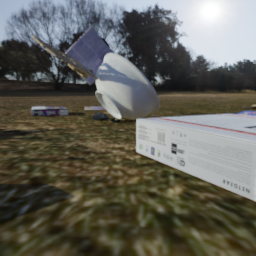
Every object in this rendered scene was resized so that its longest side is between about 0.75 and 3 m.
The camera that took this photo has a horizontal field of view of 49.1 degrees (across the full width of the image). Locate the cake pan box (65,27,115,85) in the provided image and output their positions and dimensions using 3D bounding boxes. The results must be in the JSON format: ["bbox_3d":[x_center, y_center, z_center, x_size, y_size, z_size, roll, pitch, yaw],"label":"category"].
[{"bbox_3d":[-1.656,-3.173,12.398,1.759,1.910,0.500,43,3,-23],"label":"cake pan box"}]

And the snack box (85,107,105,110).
[{"bbox_3d":[-1.806,-1.144,16.448,1.408,0.171,0.506,0,8,3],"label":"snack box"}]

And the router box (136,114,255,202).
[{"bbox_3d":[1.837,0.236,4.649,2.452,0.667,2.732,-4,9,-27],"label":"router box"}]

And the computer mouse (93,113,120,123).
[{"bbox_3d":[-0.841,-0.402,10.755,0.476,0.276,1.624,-6,10,-41],"label":"computer mouse"}]

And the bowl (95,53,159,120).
[{"bbox_3d":[-0.308,-1.266,10.654,1.311,2.917,2.917,-44,23,-14],"label":"bowl"}]

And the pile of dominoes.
[{"bbox_3d":[-2.210,-2.302,9.772,2.167,0.345,1.689,22,17,-47],"label":"pile of dominoes"}]

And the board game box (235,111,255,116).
[{"bbox_3d":[3.907,-0.150,8.147,1.432,0.477,2.131,5,10,34],"label":"board game box"}]

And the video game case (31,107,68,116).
[{"bbox_3d":[-3.820,-0.824,13.566,1.639,0.324,1.809,-3,8,-18],"label":"video game case"}]

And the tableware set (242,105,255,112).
[{"bbox_3d":[6.322,-0.598,11.359,2.726,0.546,1.802,4,-5,-13],"label":"tableware set"}]
